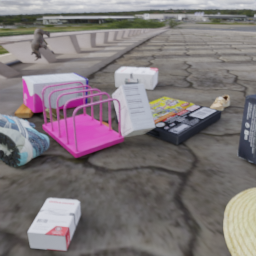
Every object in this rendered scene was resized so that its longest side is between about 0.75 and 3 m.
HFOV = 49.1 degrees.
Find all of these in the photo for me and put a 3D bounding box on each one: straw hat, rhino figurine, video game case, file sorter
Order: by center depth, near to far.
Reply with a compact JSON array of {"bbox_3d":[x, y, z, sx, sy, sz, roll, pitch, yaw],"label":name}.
[{"bbox_3d":[2.842,1.243,4.141,2.873,1.216,2.873,1,23,0],"label":"straw hat"},{"bbox_3d":[-1.278,-0.371,7.451,1.416,1.278,2.038,-17,30,-33],"label":"file sorter"},{"bbox_3d":[-2.668,-2.495,8.390,0.448,1.024,0.306,17,-7,-28],"label":"rhino figurine"},{"bbox_3d":[1.299,-0.341,8.876,2.314,0.327,2.561,20,32,38],"label":"video game case"}]

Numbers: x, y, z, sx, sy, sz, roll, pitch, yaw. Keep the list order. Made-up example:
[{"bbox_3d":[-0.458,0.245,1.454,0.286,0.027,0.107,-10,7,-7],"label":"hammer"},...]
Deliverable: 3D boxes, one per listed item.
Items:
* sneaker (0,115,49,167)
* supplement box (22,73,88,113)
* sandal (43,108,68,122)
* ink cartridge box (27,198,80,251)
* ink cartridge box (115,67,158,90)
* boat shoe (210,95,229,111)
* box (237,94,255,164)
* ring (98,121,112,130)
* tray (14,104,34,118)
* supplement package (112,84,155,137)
[{"bbox_3d":[-3.064,0.158,7.157,2.598,1.008,1.122,27,28,30],"label":"sneaker"},{"bbox_3d":[-2.550,-1.277,9.901,2.012,1.018,1.040,-13,30,-38],"label":"supplement box"},{"bbox_3d":[-2.266,-0.288,8.846,1.136,0.307,0.456,30,40,24],"label":"sandal"},{"bbox_3d":[-1.160,1.542,4.533,0.593,0.335,0.808,3,24,7],"label":"ink cartridge box"},{"bbox_3d":[0.392,-2.288,12.817,1.752,0.743,1.276,7,25,13],"label":"ink cartridge box"},{"bbox_3d":[3.295,-0.905,10.051,0.440,0.413,1.193,18,29,35],"label":"boat shoe"},{"bbox_3d":[4.497,0.150,5.938,2.986,1.554,2.719,-10,23,-26],"label":"box"},{"bbox_3d":[-1.202,0.109,8.088,1.464,0.140,1.464,0,24,0],"label":"ring"},{"bbox_3d":[-3.518,-0.618,9.686,0.504,0.189,1.021,-2,23,-4],"label":"tray"},{"bbox_3d":[0.128,-0.460,7.393,0.674,1.231,0.700,-8,-12,-28],"label":"supplement package"}]
